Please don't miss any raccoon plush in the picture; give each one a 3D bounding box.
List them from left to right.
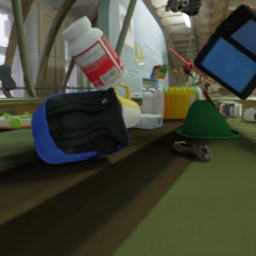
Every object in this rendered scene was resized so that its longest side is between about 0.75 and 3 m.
[{"bbox_3d":[1.445,-3.904,8.862,1.227,0.886,1.832,-9,12,-20],"label":"raccoon plush"}]

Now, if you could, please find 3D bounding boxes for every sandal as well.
[{"bbox_3d":[-4.874,-1.982,11.135,0.617,0.347,1.622,-13,53,-24],"label":"sandal"}]

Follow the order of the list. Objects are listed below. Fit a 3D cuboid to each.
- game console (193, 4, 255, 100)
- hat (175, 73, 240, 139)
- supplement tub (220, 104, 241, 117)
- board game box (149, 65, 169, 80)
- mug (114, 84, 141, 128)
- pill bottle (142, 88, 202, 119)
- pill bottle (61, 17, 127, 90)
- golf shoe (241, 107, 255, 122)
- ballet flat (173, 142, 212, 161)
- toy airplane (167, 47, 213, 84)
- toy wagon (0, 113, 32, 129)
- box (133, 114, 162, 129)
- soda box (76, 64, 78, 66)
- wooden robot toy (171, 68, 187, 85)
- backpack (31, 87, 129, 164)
[{"bbox_3d":[4.016,-2.483,9.692,2.551,1.514,2.199,33,-19,-7],"label":"game console"},{"bbox_3d":[2.603,-0.864,9.531,2.032,2.160,2.453,-4,9,-28],"label":"hat"},{"bbox_3d":[5.619,-0.975,15.375,1.037,0.728,0.728,4,9,29],"label":"supplement tub"},{"bbox_3d":[1.466,-2.640,13.291,0.180,0.683,0.893,25,-10,-37],"label":"board game box"},{"bbox_3d":[-0.161,-0.668,10.550,1.366,1.664,1.332,1,31,-49],"label":"mug"},{"bbox_3d":[2.177,-1.253,14.260,2.865,1.591,1.591,0,8,0],"label":"pill bottle"},{"bbox_3d":[-1.018,-2.182,8.437,1.165,2.075,1.165,-27,29,16],"label":"pill bottle"},{"bbox_3d":[6.159,-0.564,12.867,1.767,0.682,0.778,3,16,22],"label":"golf shoe"},{"bbox_3d":[1.508,0.482,6.665,0.456,0.314,1.354,-3,9,-20],"label":"ballet flat"},{"bbox_3d":[2.276,-2.416,10.743,2.202,0.405,2.202,29,31,-20],"label":"toy airplane"},{"bbox_3d":[-4.173,-0.326,11.756,2.456,0.486,1.905,-5,10,-33],"label":"toy wagon"},{"bbox_3d":[0.768,-0.261,11.258,0.917,0.481,0.844,7,11,38],"label":"box"},{"bbox_3d":[-1.478,-2.348,10.658,0.954,0.326,0.303,25,28,-4],"label":"soda box"},{"bbox_3d":[2.370,-2.573,13.182,0.643,0.624,1.417,31,1,26],"label":"wooden robot toy"},{"bbox_3d":[-1.096,0.085,5.868,1.768,1.437,1.484,-9,-16,-44],"label":"backpack"}]
